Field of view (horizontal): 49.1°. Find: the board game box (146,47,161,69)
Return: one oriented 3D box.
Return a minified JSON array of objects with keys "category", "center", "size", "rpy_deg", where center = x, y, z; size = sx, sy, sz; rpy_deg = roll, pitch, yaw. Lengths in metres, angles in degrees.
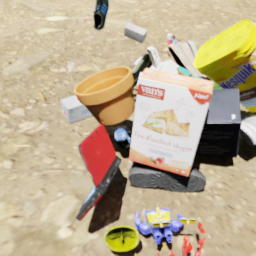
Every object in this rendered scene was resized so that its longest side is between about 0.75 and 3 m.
[{"category":"board game box","center":[0.954,-2.534,10.165],"size":[0.208,0.758,1.201],"rpy_deg":[-23,19,4]}]

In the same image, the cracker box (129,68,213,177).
[{"category":"cracker box","center":[1.015,-0.090,7.155],"size":[1.688,2.520,0.727],"rpy_deg":[14,34,12]}]

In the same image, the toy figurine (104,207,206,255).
[{"category":"toy figurine","center":[0.625,2.555,6.887],"size":[2.271,1.198,1.360],"rpy_deg":[-8,10,2]}]

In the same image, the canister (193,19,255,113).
[{"category":"canister","center":[3.447,-1.603,8.007],"size":[2.541,1.887,1.100],"rpy_deg":[32,62,-23]}]

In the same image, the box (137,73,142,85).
[{"category":"box","center":[1.119,-1.436,10.001],"size":[1.402,0.678,1.237],"rpy_deg":[16,4,11]}]

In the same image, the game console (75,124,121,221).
[{"category":"game console","center":[-0.913,1.024,6.895],"size":[1.100,1.597,1.853],"rpy_deg":[38,20,-1]}]

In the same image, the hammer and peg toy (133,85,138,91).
[{"category":"hammer and peg toy","center":[0.634,-1.243,8.947],"size":[0.810,1.102,0.388],"rpy_deg":[-17,50,35]}]

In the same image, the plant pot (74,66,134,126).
[{"category":"plant pot","center":[-0.563,-0.910,8.420],"size":[1.779,1.245,1.779],"rpy_deg":[-17,30,10]}]

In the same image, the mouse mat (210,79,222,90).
[{"category":"mouse mat","center":[2.972,-1.441,11.548],"size":[2.294,0.086,1.846],"rpy_deg":[4,71,7]}]

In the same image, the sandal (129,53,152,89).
[{"category":"sandal","center":[0.258,-2.223,11.138],"size":[1.947,0.773,0.556],"rpy_deg":[-47,54,-9]}]

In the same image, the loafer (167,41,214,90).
[{"category":"loafer","center":[2.151,-1.816,9.919],"size":[0.933,1.067,2.969],"rpy_deg":[-5,62,-15]}]

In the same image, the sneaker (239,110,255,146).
[{"category":"sneaker","center":[4.053,-0.152,9.371],"size":[1.015,0.925,2.475],"rpy_deg":[-30,18,8]}]

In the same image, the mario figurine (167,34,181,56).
[{"category":"mario figurine","center":[2.714,-4.625,15.499],"size":[1.137,0.976,1.841],"rpy_deg":[4,37,6]}]

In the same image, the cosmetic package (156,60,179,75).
[{"category":"cosmetic package","center":[1.335,-1.553,8.528],"size":[0.885,0.544,0.882],"rpy_deg":[31,-1,-14]}]

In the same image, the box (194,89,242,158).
[{"category":"box","center":[2.244,-0.079,8.388],"size":[1.998,2.032,1.193],"rpy_deg":[0,58,18]}]

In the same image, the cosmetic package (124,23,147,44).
[{"category":"cosmetic package","center":[0.261,-3.434,10.146],"size":[0.787,0.420,0.355],"rpy_deg":[24,60,13]}]

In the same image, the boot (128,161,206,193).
[{"category":"boot","center":[1.254,0.607,8.943],"size":[2.275,0.906,2.760],"rpy_deg":[7,42,4]}]

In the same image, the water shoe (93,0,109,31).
[{"category":"water shoe","center":[-0.933,-3.988,9.546],"size":[0.457,1.280,0.505],"rpy_deg":[10,24,10]}]

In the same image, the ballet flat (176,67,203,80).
[{"category":"ballet flat","center":[1.687,-1.359,7.736],"size":[0.945,0.298,0.324],"rpy_deg":[36,38,24]}]

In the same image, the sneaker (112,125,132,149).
[{"category":"sneaker","center":[-0.176,0.387,9.066],"size":[0.566,1.441,0.643],"rpy_deg":[-8,74,12]}]

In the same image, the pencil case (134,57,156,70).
[{"category":"pencil case","center":[0.972,-2.017,12.099],"size":[1.308,1.199,2.884],"rpy_deg":[5,38,-11]}]

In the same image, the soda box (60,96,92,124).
[{"category":"soda box","center":[-1.467,-0.975,11.187],"size":[2.268,0.719,0.774],"rpy_deg":[-21,44,-24]}]
